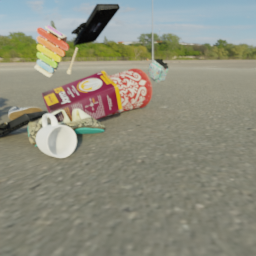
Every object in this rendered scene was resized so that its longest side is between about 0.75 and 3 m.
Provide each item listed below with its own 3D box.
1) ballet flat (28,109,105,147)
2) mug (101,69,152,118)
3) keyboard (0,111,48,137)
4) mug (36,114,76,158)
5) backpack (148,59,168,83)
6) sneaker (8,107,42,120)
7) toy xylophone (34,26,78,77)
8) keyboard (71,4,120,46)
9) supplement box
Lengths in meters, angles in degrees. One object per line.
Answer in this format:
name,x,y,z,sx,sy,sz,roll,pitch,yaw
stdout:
ballet flat,-1.842,-0.123,8.627,2.511,0.946,0.852,-12,-5,-36
mug,-0.627,-1.297,12.491,2.810,2.494,1.875,-23,67,-46
keyboard,-3.468,-0.040,8.391,2.027,0.260,1.217,-21,-1,29
mug,-2.002,0.180,7.382,0.836,1.132,0.993,-19,15,-39
backpack,1.353,-2.567,12.865,0.717,0.953,0.846,-26,55,-27
sneaker,-4.294,-0.658,11.639,1.359,0.476,0.737,-11,21,-27
toy xylophone,-2.889,-2.955,11.097,1.578,2.155,0.541,26,42,4
keyboard,-1.571,-4.269,11.682,1.590,0.340,2.648,-24,-4,-34
supplement box,-1.590,-0.931,9.739,2.393,1.025,1.320,-23,43,-15
